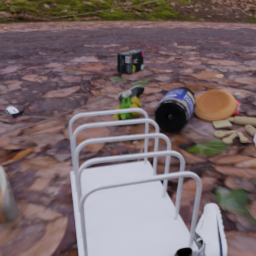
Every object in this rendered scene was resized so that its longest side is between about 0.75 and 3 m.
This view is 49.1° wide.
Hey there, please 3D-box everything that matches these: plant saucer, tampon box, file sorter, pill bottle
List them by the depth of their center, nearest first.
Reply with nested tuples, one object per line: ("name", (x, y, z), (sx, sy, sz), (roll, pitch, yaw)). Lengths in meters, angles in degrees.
("file sorter", (-0.103, 0.984, 5.686), (2.071, 1.859, 2.985), (-6, 26, -13))
("pill bottle", (1.745, -0.746, 9.987), (1.179, 1.179, 2.108), (10, 28, 19))
("plant saucer", (3.218, -0.902, 10.511), (1.574, 0.295, 1.574), (-11, 47, 13))
("tampon box", (0.156, -3.876, 16.464), (0.939, 1.115, 1.487), (17, 31, 31))

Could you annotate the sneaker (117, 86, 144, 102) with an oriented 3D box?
("sneaker", (0.314, -1.357, 12.106), (1.425, 0.533, 0.757), (-28, 42, -30))

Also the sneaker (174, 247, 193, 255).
("sneaker", (0.679, 2.297, 4.448), (0.941, 0.500, 0.352), (-31, 39, -32))

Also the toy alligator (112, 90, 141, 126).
("toy alligator", (0.057, -0.718, 10.503), (0.921, 0.667, 2.778), (-28, 21, 18))

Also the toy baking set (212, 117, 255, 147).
("toy baking set", (3.949, 0.163, 9.197), (2.439, 0.284, 1.872), (6, 32, 25))

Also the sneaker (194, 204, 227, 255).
("sneaker", (1.521, 1.929, 5.344), (0.533, 0.505, 1.323), (-5, 23, 11))

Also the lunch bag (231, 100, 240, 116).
("lunch bag", (3.752, -0.960, 11.095), (1.260, 0.586, 1.431), (-3, 26, -6))

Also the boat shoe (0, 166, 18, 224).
("boat shoe", (-3.165, 1.318, 6.065), (1.011, 1.067, 2.817), (-22, 24, -31))

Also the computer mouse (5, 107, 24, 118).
("computer mouse", (-4.482, -0.652, 10.904), (0.949, 0.208, 0.521), (21, 34, 36))
